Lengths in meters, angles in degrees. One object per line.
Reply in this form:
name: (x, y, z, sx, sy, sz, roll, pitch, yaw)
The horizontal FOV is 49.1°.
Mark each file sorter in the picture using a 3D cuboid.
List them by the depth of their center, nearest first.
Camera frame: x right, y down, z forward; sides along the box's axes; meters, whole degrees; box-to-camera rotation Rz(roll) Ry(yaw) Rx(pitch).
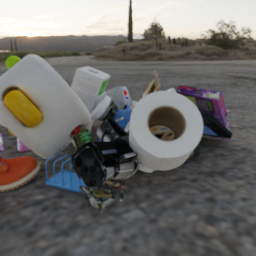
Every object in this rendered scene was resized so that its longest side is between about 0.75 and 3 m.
file sorter: (-1.565, 1.166, 7.597, 1.137, 0.697, 0.789, 7, 17, 23)

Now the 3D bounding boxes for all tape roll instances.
tape roll: (0.970, 0.117, 7.728, 1.903, 1.903, 1.307, 0, -22, -1)

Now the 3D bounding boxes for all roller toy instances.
roller toy: (-2.562, -0.497, 8.033, 2.031, 2.651, 2.906, -43, 44, -10)

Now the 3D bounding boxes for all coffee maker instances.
coffee maker: (-0.682, 0.767, 7.234, 1.493, 1.047, 1.555, 37, 17, 26)

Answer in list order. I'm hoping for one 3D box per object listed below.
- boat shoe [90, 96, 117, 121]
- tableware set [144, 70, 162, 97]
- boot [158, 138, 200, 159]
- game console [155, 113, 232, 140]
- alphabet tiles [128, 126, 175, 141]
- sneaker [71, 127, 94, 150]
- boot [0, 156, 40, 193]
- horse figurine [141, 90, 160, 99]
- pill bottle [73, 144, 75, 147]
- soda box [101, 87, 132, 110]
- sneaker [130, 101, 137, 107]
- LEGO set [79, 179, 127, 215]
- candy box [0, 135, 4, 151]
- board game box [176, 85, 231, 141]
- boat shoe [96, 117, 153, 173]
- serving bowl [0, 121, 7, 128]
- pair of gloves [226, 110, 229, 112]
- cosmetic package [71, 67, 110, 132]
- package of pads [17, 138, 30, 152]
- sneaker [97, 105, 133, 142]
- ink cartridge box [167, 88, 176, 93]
boat shoe: (-0.733, -0.626, 9.794, 0.706, 0.856, 2.495, 40, 10, -8)
tableware set: (0.955, -1.001, 9.774, 0.474, 1.565, 2.367, 22, 3, 11)
boot: (1.134, 0.524, 9.603, 1.597, 0.828, 2.444, -10, 19, -23)
game console: (2.012, 0.215, 10.126, 2.182, 1.444, 2.481, 34, -13, -31)
alphabet tiles: (0.982, -0.010, 9.831, 2.221, 0.100, 2.657, -7, 28, 43)
sneaker: (-1.491, 0.357, 9.381, 0.806, 0.929, 2.096, -20, 41, -26)
boot: (-3.507, 0.954, 7.198, 2.553, 1.369, 0.958, -13, 19, -41)
horse figurine: (0.952, -1.295, 13.964, 0.706, 1.873, 2.827, 33, 16, -3)
pill bottle: (-1.749, 0.439, 10.439, 0.422, 0.422, 0.752, 4, 22, 15)
soda box: (-1.357, -0.949, 12.431, 2.904, 0.921, 0.991, -17, 3, 22)
sneaker: (0.082, -1.183, 15.423, 0.467, 0.504, 1.243, -27, -10, 41)
LEGO set: (-0.541, 1.641, 6.709, 1.078, 0.471, 1.661, 13, 8, 33)
candy box: (-4.996, 0.574, 10.172, 0.817, 0.348, 0.974, -8, 18, -25)
board game box: (2.878, -0.501, 10.434, 1.607, 2.678, 0.432, 22, 69, 37)
boat shoe: (-0.015, 0.432, 8.705, 2.363, 0.783, 0.826, 39, 23, 33)
serving bowl: (-4.529, -0.485, 12.709, 2.811, 0.925, 2.811, 0, 16, 0)
pair of gloves: (5.214, -0.942, 15.622, 0.682, 0.141, 0.802, 13, 22, 36)
cosmetic package: (-1.769, -0.997, 11.159, 1.114, 2.627, 1.413, 21, 20, 1)
package of pads: (-3.280, 0.244, 10.235, 1.566, 0.943, 0.592, -10, 20, -29)
sneaker: (-0.465, -0.082, 10.270, 1.026, 0.904, 2.301, 44, 49, 1)
ink cartridge box: (1.821, -0.782, 11.836, 1.152, 1.579, 0.663, -17, 30, 50)
